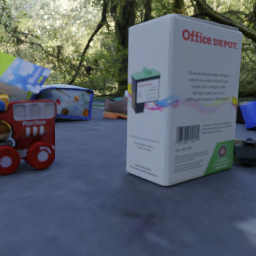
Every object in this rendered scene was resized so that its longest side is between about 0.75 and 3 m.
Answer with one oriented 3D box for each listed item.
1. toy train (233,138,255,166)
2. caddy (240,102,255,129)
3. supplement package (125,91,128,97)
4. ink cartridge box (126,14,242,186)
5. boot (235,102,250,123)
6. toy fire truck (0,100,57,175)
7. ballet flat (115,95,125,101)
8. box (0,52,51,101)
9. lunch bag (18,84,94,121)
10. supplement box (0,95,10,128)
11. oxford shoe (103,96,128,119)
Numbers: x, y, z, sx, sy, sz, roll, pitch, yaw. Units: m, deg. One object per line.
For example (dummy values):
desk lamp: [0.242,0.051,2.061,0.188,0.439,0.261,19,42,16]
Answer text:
toy train: [2.676,0.369,4.000,2.429,0.414,0.556,2,4,13]
caddy: [4.026,-0.413,8.093,1.253,0.931,1.773,-22,-6,35]
supplement package: [0.960,-1.098,12.304,1.942,1.135,1.139,-4,8,-30]
ink cartridge box: [0.744,-0.357,3.728,1.380,1.906,0.800,-5,10,-38]
boot: [4.404,-0.552,9.815,2.080,0.761,1.566,-2,6,34]
toy fire truck: [-1.576,0.087,3.954,1.158,0.972,0.649,-5,9,-34]
ballet flat: [0.015,-1.217,14.145,0.977,0.971,2.856,8,5,-16]
box: [-3.840,-1.726,9.065,2.282,0.544,1.391,19,45,-9]
lunch bag: [-2.745,-0.965,10.468,2.256,1.397,1.918,4,4,-39]
supplement box: [-4.247,-0.546,8.777,0.991,1.025,2.980,-3,7,-23]
oxford shoe: [0.111,-0.799,10.986,2.417,0.881,0.862,3,8,21]
